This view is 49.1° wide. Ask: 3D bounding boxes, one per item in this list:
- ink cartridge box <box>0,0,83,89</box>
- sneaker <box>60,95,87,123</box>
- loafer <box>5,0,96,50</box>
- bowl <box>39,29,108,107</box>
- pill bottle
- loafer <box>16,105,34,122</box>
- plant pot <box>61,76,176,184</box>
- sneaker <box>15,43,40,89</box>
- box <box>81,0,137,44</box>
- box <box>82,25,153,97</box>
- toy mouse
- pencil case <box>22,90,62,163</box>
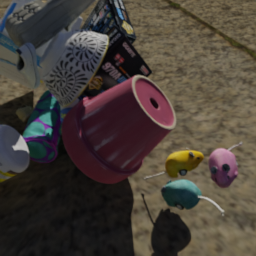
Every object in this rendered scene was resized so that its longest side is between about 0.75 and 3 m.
[{"bbox_3d":[-3.143,-2.745,8.904,2.680,1.939,1.973,-12,57,51],"label":"ink cartridge box"},{"bbox_3d":[-1.348,-0.537,7.966,0.854,0.950,2.311,-9,9,2],"label":"sneaker"},{"bbox_3d":[-1.654,-2.846,6.873,2.732,0.953,0.955,-36,57,-9],"label":"loafer"},{"bbox_3d":[-1.449,-1.591,6.589,0.952,2.028,2.028,31,32,-27],"label":"bowl"},{"bbox_3d":[-3.465,0.863,6.366,2.150,1.175,1.175,-26,43,5],"label":"pill bottle"},{"bbox_3d":[-3.105,-0.504,8.495,0.452,0.408,1.195,-42,17,-3],"label":"loafer"},{"bbox_3d":[-0.088,-0.076,6.254,2.118,1.895,2.118,32,38,-29],"label":"plant pot"},{"bbox_3d":[-2.424,-1.415,6.650,0.451,1.273,0.465,-33,60,-31],"label":"sneaker"},{"bbox_3d":[-0.975,-2.868,9.423,0.615,2.675,2.126,9,52,-38],"label":"box"},{"bbox_3d":[-0.448,-1.577,8.093,1.865,2.347,0.540,-42,66,8],"label":"box"},{"bbox_3d":[1.426,0.968,5.707,2.353,0.455,2.091,-27,22,7],"label":"toy mouse"},{"bbox_3d":[-2.245,-0.145,7.958,1.101,1.014,2.383,-16,39,17],"label":"pencil case"}]
